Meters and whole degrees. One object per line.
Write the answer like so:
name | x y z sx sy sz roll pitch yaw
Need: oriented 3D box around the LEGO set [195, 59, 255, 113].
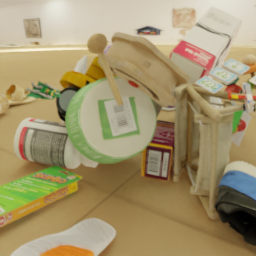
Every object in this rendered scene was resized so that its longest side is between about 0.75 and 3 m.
LEGO set | 2.353 -0.897 5.604 1.201 0.395 1.608 -32 52 -22

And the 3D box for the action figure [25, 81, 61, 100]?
action figure | -1.944 -0.856 6.564 0.929 0.254 0.549 16 64 24

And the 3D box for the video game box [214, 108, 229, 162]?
video game box | 2.416 0.153 7.789 0.311 1.328 1.210 -8 14 -4

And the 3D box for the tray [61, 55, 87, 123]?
tray | -2.158 -1.478 10.718 0.281 2.532 1.360 21 -11 -4

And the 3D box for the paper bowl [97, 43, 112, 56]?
paper bowl | -0.473 -2.232 11.021 1.157 2.224 2.224 37 -6 -40

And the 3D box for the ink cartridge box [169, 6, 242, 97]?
ink cartridge box | 2.181 -2.073 8.512 1.118 1.919 2.651 31 59 15

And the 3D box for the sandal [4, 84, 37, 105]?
sandal | -5.551 -1.616 13.524 1.076 0.965 2.935 12 24 27

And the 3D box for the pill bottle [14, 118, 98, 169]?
pill bottle | -1.887 0.469 7.804 2.186 1.210 1.210 9 23 8

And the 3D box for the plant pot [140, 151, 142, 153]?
plant pot | 0.344 0.445 9.346 1.432 0.197 1.432 -1 22 1

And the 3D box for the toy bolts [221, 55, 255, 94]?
toy bolts | 3.249 -1.457 7.759 1.247 0.906 1.306 -14 1 -38

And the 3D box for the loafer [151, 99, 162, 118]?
loafer | 0.742 -0.891 10.225 2.650 0.953 0.833 -47 27 1

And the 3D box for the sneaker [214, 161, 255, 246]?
sneaker | 2.867 1.734 5.157 2.560 0.983 1.424 27 50 15

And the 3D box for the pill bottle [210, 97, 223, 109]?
pill bottle | 2.581 -0.835 10.358 1.662 1.662 2.921 3 29 7

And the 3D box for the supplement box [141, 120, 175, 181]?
supplement box | 0.963 0.570 7.871 0.759 0.978 1.773 10 25 15

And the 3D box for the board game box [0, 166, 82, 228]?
board game box | -2.312 1.492 6.335 1.173 0.368 2.455 14 25 40

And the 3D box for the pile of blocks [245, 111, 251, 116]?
pile of blocks | 3.816 -0.521 9.698 0.345 0.456 1.110 11 4 -11

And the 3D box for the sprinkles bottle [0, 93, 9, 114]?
sprinkles bottle | -5.790 -0.610 10.966 0.965 0.965 2.828 3 22 7

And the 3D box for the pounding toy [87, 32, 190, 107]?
pounding toy | 0.004 -1.042 5.802 2.373 1.361 1.357 33 -4 -28

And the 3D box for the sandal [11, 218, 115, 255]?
sandal | -0.933 2.150 4.573 0.875 0.654 2.284 23 9 27

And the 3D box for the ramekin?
ramekin | -0.356 -0.190 6.569 2.080 2.080 1.016 -8 -2 -21

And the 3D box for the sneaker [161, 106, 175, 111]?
sneaker | 1.341 -1.399 13.147 1.917 0.839 0.726 13 25 30

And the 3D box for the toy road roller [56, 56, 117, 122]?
toy road roller | -0.665 -0.734 7.740 2.600 1.898 1.597 29 -11 -8

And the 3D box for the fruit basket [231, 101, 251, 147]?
fruit basket | 3.141 -0.118 8.255 1.109 1.027 0.520 30 -8 -38

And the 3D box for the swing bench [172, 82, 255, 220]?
swing bench | 1.900 0.326 6.580 1.538 2.358 2.371 -11 22 -18
